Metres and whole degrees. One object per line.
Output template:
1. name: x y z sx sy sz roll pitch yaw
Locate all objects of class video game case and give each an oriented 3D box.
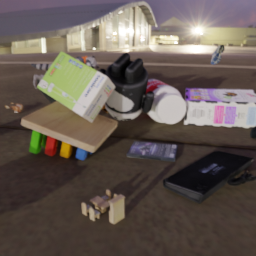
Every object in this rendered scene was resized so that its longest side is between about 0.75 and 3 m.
1. video game case: 0.760 0.700 8.545 1.415 0.134 1.011 4 20 14

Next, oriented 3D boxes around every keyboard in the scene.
1. keyboard: 2.230 1.179 6.925 2.614 0.335 1.569 -19 20 -41

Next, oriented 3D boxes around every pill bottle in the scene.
1. pill bottle: 1.334 -1.081 11.559 1.490 1.490 2.655 -4 19 -12

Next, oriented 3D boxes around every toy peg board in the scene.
1. toy peg board: -1.799 0.238 8.852 2.258 1.109 2.267 20 23 8

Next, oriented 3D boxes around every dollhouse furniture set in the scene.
1. dollhouse furniture set: -0.450 1.518 5.654 0.755 0.491 0.693 18 26 41

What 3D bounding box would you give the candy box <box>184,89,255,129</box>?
1. candy box: 3.851 -0.891 11.668 2.943 1.053 2.469 3 20 11

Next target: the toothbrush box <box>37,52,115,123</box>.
1. toothbrush box: -1.614 -1.275 8.727 1.911 1.391 0.823 31 -4 21

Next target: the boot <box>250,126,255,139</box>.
1. boot: 4.807 0.213 9.474 1.092 0.417 0.917 -6 15 -35

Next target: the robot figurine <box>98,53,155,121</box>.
1. robot figurine: -0.111 -1.379 10.116 1.567 2.511 1.886 -13 53 -17

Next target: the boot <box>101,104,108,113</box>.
1. boot: -1.052 -0.911 12.802 0.938 0.330 0.672 12 17 15

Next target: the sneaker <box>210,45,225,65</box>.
1. sneaker: 3.725 -3.061 11.839 0.358 0.929 0.396 35 -8 -22

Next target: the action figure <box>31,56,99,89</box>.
1. action figure: -2.463 -2.287 11.108 2.624 1.419 2.713 -17 -1 -4

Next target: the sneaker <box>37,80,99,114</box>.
1. sneaker: -2.662 -1.402 12.363 2.989 1.559 0.897 8 22 24

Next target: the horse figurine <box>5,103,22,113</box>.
1. horse figurine: -5.191 -0.944 12.968 0.720 0.271 1.087 11 13 -4
